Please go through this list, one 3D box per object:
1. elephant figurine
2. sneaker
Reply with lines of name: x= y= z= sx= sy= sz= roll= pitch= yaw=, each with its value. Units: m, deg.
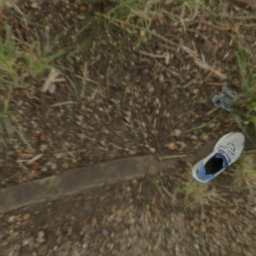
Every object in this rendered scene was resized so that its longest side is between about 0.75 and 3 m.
elephant figurine: x=3.347 y=-1.073 z=9.459 sx=0.889 sy=0.629 sz=0.689 roll=-35 pitch=110 yaw=-22
sneaker: x=3.007 y=0.937 z=8.858 sx=2.152 sy=0.917 sz=0.829 roll=-44 pitch=82 yaw=-8
